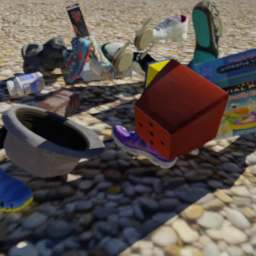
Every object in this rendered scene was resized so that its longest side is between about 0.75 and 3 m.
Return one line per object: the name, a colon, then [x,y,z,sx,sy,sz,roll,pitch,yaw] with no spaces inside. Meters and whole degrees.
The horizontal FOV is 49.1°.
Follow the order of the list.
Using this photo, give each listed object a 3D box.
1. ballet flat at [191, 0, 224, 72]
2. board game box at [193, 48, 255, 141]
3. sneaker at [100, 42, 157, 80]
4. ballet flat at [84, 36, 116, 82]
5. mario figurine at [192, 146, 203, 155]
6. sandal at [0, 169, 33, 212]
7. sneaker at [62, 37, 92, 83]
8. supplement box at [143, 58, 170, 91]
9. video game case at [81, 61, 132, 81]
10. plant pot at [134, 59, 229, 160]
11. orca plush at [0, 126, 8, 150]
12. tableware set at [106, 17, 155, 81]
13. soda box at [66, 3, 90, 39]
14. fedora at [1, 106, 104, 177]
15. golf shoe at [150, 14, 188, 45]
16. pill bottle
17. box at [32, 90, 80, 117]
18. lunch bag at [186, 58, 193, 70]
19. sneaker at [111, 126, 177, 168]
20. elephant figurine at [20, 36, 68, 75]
ballet flat: [2.057,-2.095,7.038,0.864,2.294,0.778,-37,48,-22]
board game box: [3.017,-0.748,7.167,2.168,2.871,0.674,-13,58,16]
sneaker: [0.236,-2.968,11.813,2.947,1.115,1.292,21,-9,-8]
ballet flat: [-1.332,-2.690,11.220,0.773,0.915,2.420,-18,61,-23]
mario figurine: [1.610,0.493,8.273,1.255,0.665,0.775,-5,-4,-27]
sandal: [-3.045,1.294,6.563,1.905,0.829,0.757,18,35,22]
sneaker: [-1.609,-2.031,8.305,0.717,1.501,0.595,27,35,-7]
supplement box: [1.750,-1.494,10.321,1.234,1.227,2.254,-21,45,-29]
video game case: [-1.264,-3.125,13.683,2.308,0.579,2.547,-11,34,-15]
plant pot: [1.058,-0.273,6.549,1.474,1.672,1.671,-37,59,-21]
orca plush: [-3.517,0.195,8.687,1.034,0.699,1.965,-36,12,30]
tableware set: [0.090,-2.301,8.061,0.349,1.150,1.740,35,75,22]
soda box: [-2.060,-4.311,11.862,0.594,1.680,0.532,-20,39,-1]
fedora: [-1.999,0.462,7.056,2.564,1.158,2.268,20,18,-35]
golf shoe: [1.443,-3.884,10.901,2.333,1.068,0.879,-21,48,-36]
pill bottle: [-4.153,-1.743,11.361,1.344,0.753,0.753,-19,37,-26]
box: [-2.513,-0.756,9.985,0.797,0.596,1.591,18,35,26]
lunch bag: [2.304,-1.743,8.738,0.841,0.819,1.237,-50,13,-4]
sneaker: [0.477,0.342,7.669,1.932,0.806,0.779,23,22,9]
elephant figurine: [-3.989,-3.023,12.657,2.677,1.894,2.077,-24,8,-8]
